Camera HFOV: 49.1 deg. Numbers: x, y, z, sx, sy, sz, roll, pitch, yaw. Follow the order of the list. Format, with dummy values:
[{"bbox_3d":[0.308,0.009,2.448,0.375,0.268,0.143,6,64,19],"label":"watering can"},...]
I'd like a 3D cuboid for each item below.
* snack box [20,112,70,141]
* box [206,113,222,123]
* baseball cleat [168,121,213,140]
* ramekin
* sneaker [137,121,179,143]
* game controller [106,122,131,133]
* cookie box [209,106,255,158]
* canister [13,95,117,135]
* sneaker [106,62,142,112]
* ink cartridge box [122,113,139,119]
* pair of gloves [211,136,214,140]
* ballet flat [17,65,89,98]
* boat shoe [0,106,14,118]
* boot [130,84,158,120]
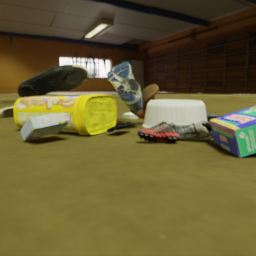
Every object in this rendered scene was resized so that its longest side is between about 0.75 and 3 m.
[{"bbox_3d":[-2.284,-0.049,7.712,1.074,0.364,0.906,-17,-12,-42],"label":"snack box"},{"bbox_3d":[3.078,-0.349,11.102,0.739,0.413,1.047,0,10,-22],"label":"box"},{"bbox_3d":[1.659,0.010,7.762,1.550,0.540,0.825,-1,-22,-4],"label":"baseball cleat"},{"bbox_3d":[1.581,-0.404,9.442,2.233,1.040,2.233,0,8,0],"label":"ramekin"},{"bbox_3d":[0.810,0.092,7.556,1.128,0.551,0.399,3,-28,0],"label":"sneaker"},{"bbox_3d":[-0.280,-0.035,8.918,0.537,0.217,1.029,-14,0,24],"label":"game controller"},{"bbox_3d":[3.152,-0.045,6.678,1.893,0.711,1.619,-18,10,0],"label":"cookie box"},{"bbox_3d":[-2.142,-0.511,9.641,2.875,1.244,2.135,2,9,24],"label":"canister"},{"bbox_3d":[-0.089,-1.484,10.440,0.989,1.093,2.566,-23,42,5],"label":"sneaker"},{"bbox_3d":[0.273,-0.595,13.356,0.717,0.236,0.985,5,10,29],"label":"ink cartridge box"},{"bbox_3d":[3.120,0.249,8.127,1.457,0.166,1.171,3,10,25],"label":"pair of gloves"},{"bbox_3d":[-2.770,-1.762,10.224,2.952,0.981,0.839,-12,32,19],"label":"ballet flat"},{"bbox_3d":[-5.692,-0.845,13.970,0.505,0.586,1.606,11,20,30],"label":"boat shoe"},{"bbox_3d":[0.974,-0.892,10.932,1.216,1.566,0.601,23,28,-30],"label":"boot"}]
